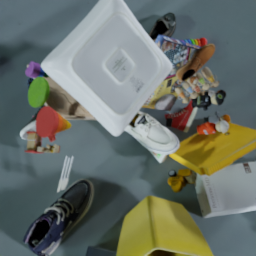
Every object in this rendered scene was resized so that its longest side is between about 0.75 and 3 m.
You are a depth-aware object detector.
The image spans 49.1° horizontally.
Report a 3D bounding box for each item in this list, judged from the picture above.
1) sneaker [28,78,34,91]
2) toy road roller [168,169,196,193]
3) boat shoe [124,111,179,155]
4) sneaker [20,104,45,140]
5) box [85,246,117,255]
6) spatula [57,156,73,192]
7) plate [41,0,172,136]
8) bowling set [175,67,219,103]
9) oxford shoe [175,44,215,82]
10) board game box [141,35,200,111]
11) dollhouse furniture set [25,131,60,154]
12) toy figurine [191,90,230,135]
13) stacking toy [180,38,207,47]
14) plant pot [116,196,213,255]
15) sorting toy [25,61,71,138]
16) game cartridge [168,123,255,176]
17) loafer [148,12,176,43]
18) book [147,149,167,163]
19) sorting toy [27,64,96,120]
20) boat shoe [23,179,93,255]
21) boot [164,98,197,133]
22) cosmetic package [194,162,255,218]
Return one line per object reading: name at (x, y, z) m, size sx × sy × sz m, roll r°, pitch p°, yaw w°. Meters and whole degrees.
sneaker at (-3.819, -1.643, 11.201) m, size 0.371 × 0.412 × 1.057 m, roll -20°, pitch 65°, yaw -9°
toy road roller at (1.735, 1.761, 9.187) m, size 0.881 × 0.541 × 0.643 m, roll -13°, pitch 40°, yaw 29°
boat shoe at (0.558, -0.042, 9.532) m, size 2.647 × 0.924 × 0.938 m, roll 35°, pitch 73°, yaw 32°
sneaker at (-3.091, -0.659, 10.417) m, size 1.310 × 0.934 × 2.642 m, roll 40°, pitch 61°, yaw 19°
box at (-0.494, 4.353, 8.132) m, size 1.763 × 0.450 × 1.390 m, roll 12°, pitch 63°, yaw 6°
spatula at (-1.918, 1.386, 8.543) m, size 0.087 × 0.752 × 1.081 m, roll 11°, pitch 86°, yaw 10°
plate at (-0.290, -1.680, 7.599) m, size 2.920 × 0.472 × 2.913 m, roll 45°, pitch 75°, yaw -27°
bowling set at (2.212, -1.289, 9.105) m, size 1.425 × 0.992 × 0.765 m, roll -37°, pitch 91°, yaw 21°
oxford shoe at (2.249, -2.061, 9.083) m, size 1.538 × 0.549 × 0.548 m, roll -45°, pitch 26°, yaw 18°
board game box at (1.280, -1.780, 9.710) m, size 1.731 × 2.555 × 0.442 m, roll 5°, pitch 39°, yaw -30°
dollhouse furniture set at (-2.730, 0.486, 9.200) m, size 1.306 × 0.531 × 0.703 m, roll -2°, pitch 79°, yaw 26°
toy figurine at (2.889, -0.567, 9.484) m, size 1.027 × 1.453 × 1.476 m, roll -9°, pitch 100°, yaw 31°
stacking toy at (2.767, -3.591, 12.162) m, size 1.439 × 0.614 × 0.614 m, roll -14°, pitch 64°, yaw -14°
plant pot at (0.832, 3.057, 7.811) m, size 1.931 × 1.931 × 1.703 m, roll 21°, pitch 37°, yaw -26°
sorting toy at (-2.424, -0.878, 8.712) m, size 0.953 × 0.947 × 2.749 m, roll -39°, pitch 59°, yaw 28°
game cartridge at (2.867, 0.611, 9.310) m, size 2.464 × 2.172 × 0.400 m, roll -28°, pitch 111°, yaw -13°
loafer at (1.481, -4.297, 12.323) m, size 0.924 × 0.809 × 2.571 m, roll 26°, pitch 66°, yaw 12°
book at (1.017, 0.759, 9.874) m, size 0.200 × 0.557 × 0.833 m, roll -22°, pitch 57°, yaw -37°
sorting toy at (-2.136, -1.158, 9.926) m, size 2.375 × 0.468 × 2.566 m, roll -1°, pitch 50°, yaw -50°
boat shoe at (-2.023, 2.631, 8.552) m, size 1.015 × 1.260 × 2.718 m, roll 27°, pitch 67°, yaw 13°
boot at (1.885, -0.566, 10.128) m, size 0.996 × 1.380 × 0.500 m, roll 17°, pitch 26°, yaw 0°
cosmetic package at (3.702, 1.940, 9.036) m, size 2.821 × 1.044 × 1.434 m, roll -8°, pitch 63°, yaw -5°
